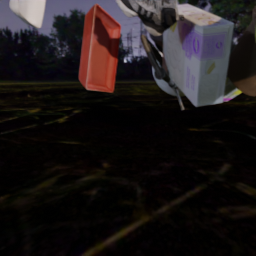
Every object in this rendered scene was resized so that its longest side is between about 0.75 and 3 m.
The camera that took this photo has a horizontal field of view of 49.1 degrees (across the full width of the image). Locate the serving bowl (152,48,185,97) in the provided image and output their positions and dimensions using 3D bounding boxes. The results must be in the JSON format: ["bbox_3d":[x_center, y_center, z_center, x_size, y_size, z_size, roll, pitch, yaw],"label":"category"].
[{"bbox_3d":[1.947,-2.760,11.352,0.947,2.880,2.880,5,6,-41],"label":"serving bowl"}]

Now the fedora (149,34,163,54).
[{"bbox_3d":[1.251,-3.108,9.130,0.704,1.378,1.558,0,36,-42],"label":"fedora"}]

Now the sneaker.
[{"bbox_3d":[0.499,-2.625,5.895,0.936,0.621,1.645,-11,-25,42],"label":"sneaker"}]

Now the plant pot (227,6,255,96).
[{"bbox_3d":[3.963,-2.048,7.755,2.552,2.552,2.225,-8,-23,-32],"label":"plant pot"}]

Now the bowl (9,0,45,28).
[{"bbox_3d":[-2.279,-2.845,6.273,0.372,0.996,0.998,7,-3,10],"label":"bowl"}]

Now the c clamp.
[{"bbox_3d":[1.203,-1.910,9.382,0.366,2.309,2.702,-24,-17,20],"label":"c clamp"}]

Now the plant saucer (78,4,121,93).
[{"bbox_3d":[-0.811,-2.141,8.058,0.394,2.147,2.142,9,7,15],"label":"plant saucer"}]

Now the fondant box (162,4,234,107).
[{"bbox_3d":[1.702,-2.067,7.569,0.788,1.953,2.707,-10,33,-9],"label":"fondant box"}]

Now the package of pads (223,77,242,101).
[{"bbox_3d":[3.766,-1.457,10.264,1.189,0.525,1.539,-35,-17,37],"label":"package of pads"}]
